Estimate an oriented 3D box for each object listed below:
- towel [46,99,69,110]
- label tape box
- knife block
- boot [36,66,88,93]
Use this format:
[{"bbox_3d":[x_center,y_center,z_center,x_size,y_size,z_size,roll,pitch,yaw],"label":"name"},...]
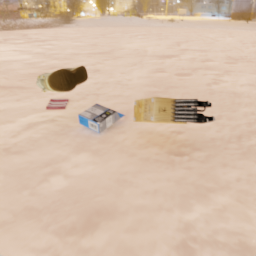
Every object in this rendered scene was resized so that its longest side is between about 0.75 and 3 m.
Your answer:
[{"bbox_3d":[-3.732,-1.291,14.857,1.006,0.159,1.397,0,26,-3],"label":"towel"},{"bbox_3d":[-1.143,-0.573,12.354,1.252,0.550,1.737,23,43,31],"label":"label tape box"},{"bbox_3d":[1.807,-0.607,10.865,2.512,0.916,2.862,4,-1,-21],"label":"knife block"},{"bbox_3d":[-3.297,-2.040,12.377,2.115,0.986,2.735,-5,18,26],"label":"boot"}]
